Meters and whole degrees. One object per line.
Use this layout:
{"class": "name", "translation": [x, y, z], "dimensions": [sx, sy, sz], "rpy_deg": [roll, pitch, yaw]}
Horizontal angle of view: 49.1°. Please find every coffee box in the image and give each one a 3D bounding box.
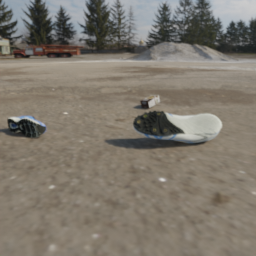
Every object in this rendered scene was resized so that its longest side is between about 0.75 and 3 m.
{"class": "coffee box", "translation": [1.131, -1.361, 14.449], "dimensions": [0.534, 0.377, 0.944], "rpy_deg": [5, 26, 42]}

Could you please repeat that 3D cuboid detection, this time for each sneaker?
{"class": "sneaker", "translation": [-3.627, -0.147, 10.358], "dimensions": [1.879, 0.738, 0.838], "rpy_deg": [12, 23, 35]}
{"class": "sneaker", "translation": [1.588, 0.071, 9.247], "dimensions": [2.940, 1.066, 1.057], "rpy_deg": [2, 55, -9]}
